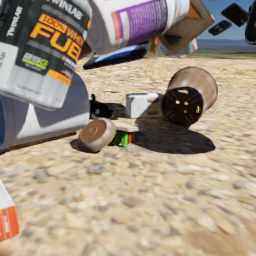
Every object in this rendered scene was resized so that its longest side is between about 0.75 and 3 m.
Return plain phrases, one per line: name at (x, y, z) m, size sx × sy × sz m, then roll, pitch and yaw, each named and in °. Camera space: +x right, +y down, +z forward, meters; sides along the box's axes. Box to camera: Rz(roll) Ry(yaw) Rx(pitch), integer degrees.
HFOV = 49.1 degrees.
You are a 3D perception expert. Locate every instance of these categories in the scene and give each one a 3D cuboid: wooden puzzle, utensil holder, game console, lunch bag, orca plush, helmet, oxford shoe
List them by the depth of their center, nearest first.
helmet at (3.679, -2.366, 6.141) m, size 2.070 × 1.974 × 2.070 m, roll 18°, pitch -18°, yaw 6°
utensil holder at (-2.437, -0.590, 7.475) m, size 2.261 × 1.922 × 1.922 m, roll -12°, pitch 22°, yaw -38°
wooden puzzle at (1.295, -3.126, 7.941) m, size 1.857 × 2.753 × 0.322 m, roll 41°, pitch 40°, yaw -6°
game console at (-0.376, -2.553, 7.992) m, size 1.860 × 1.083 × 1.636 m, roll -5°, pitch 32°, yaw 25°
lunch bag at (1.558, -3.742, 9.006) m, size 0.975 × 2.529 × 2.028 m, roll -1°, pitch 33°, yaw 0°
game console at (3.440, -3.720, 9.866) m, size 0.904 × 0.185 × 1.533 m, roll 24°, pitch -22°, yaw -24°
orca plush at (-1.144, -0.915, 10.203) m, size 1.110 × 0.750 × 2.110 m, roll -4°, pitch 19°, yaw -12°
oxford shoe at (1.301, -3.997, 12.747) m, size 0.425 × 1.173 × 0.417 m, roll 6°, pitch 13°, yaw -36°

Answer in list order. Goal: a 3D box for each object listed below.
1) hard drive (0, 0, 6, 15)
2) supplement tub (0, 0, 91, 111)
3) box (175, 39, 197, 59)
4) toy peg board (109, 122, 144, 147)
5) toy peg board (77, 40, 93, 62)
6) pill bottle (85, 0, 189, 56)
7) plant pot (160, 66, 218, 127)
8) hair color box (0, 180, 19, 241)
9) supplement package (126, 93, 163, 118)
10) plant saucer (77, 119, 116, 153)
hard drive at (-2.117, -2.230, 5.806) m, size 1.870 × 2.676 × 0.506 m, roll 15°, pitch 2°, yaw 12°
supplement tub at (-1.282, -1.326, 4.135) m, size 1.207 × 1.970 × 1.207 m, roll 18°, pitch -1°, yaw 0°
box at (2.445, -3.513, 12.136) m, size 0.922 × 0.590 × 0.502 m, roll -34°, pitch 38°, yaw -2°
toy peg board at (-0.250, 0.156, 7.624) m, size 1.042 × 0.510 × 1.037 m, roll 11°, pitch 6°, yaw 25°
toy peg board at (-1.399, -2.588, 7.156) m, size 1.429 × 1.423 × 0.699 m, roll -34°, pitch 0°, yaw 1°
pill bottle at (0.177, -2.616, 6.343) m, size 2.359 × 1.314 × 1.314 m, roll -27°, pitch 28°, yaw -23°
plant pot at (1.904, -0.959, 9.132) m, size 1.738 × 1.738 × 1.721 m, roll 8°, pitch 27°, yaw 23°
hair color box at (-2.520, 1.322, 3.814) m, size 1.732 × 0.554 × 0.960 m, roll -14°, pitch 24°, yaw -33°
supplement package at (0.628, -0.817, 9.925) m, size 1.299 × 0.739 × 0.711 m, roll -5°, pitch 18°, yaw -14°
plant saucer at (-0.841, 0.129, 7.050) m, size 1.081 × 0.198 × 1.081 m, roll -17°, pitch 44°, yaw 17°
